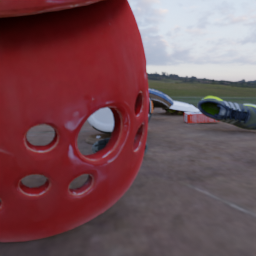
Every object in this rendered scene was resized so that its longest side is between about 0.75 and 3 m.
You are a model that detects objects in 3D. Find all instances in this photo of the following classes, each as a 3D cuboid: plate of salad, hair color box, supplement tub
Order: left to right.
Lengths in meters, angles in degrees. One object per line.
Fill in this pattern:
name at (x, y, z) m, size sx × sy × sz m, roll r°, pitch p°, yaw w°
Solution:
supplement tub at (-0.161, -0.607, 8.180) m, size 1.577 × 1.577 × 2.574 m, roll 2°, pitch 0°, yaw 14°
plate of salad at (2.623, -1.074, 15.638) m, size 2.676 × 0.643 × 2.676 m, roll 9°, pitch 13°, yaw -2°
hair color box at (3.067, -0.457, 11.726) m, size 1.322 × 0.423 × 0.733 m, roll -2°, pitch 10°, yaw -2°

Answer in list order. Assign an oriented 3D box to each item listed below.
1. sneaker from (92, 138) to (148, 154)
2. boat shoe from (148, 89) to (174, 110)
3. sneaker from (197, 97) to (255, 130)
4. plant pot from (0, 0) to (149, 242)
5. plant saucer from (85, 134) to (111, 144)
sneaker at (-0.199, 0.460, 5.804) m, size 1.201 × 0.453 × 0.476 m, roll 3°, pitch -8°, yaw -25°
boat shoe at (0.752, -1.169, 13.016) m, size 2.957 × 1.070 × 1.068 m, roll 17°, pitch -13°, yaw 42°
sneaker at (3.380, -0.446, 9.291) m, size 2.408 × 0.890 × 0.975 m, roll 16°, pitch 15°, yaw 30°
plant pot at (-1.104, -0.689, 2.875) m, size 2.705 × 2.463 × 2.705 m, roll 1°, pitch 38°, yaw -1°
plant saucer at (-0.649, 0.298, 7.609) m, size 1.021 × 0.150 × 1.021 m, roll 0°, pitch 9°, yaw 0°
